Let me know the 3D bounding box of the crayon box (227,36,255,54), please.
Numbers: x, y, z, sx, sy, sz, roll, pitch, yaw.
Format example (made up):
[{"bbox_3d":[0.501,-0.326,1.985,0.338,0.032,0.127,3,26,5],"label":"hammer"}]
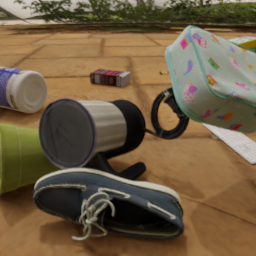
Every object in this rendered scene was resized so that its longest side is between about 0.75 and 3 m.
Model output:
[{"bbox_3d":[4.038,-2.195,10.980,2.799,2.415,0.816,-23,34,-39],"label":"crayon box"}]

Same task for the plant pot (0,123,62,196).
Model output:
[{"bbox_3d":[-2.159,0.626,6.355,1.551,1.634,1.634,-2,23,-32],"label":"plant pot"}]

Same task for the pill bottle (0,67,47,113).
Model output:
[{"bbox_3d":[-4.519,-1.503,10.568,2.569,1.537,1.537,12,28,23],"label":"pill bottle"}]

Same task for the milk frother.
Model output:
[{"bbox_3d":[-0.150,-0.113,5.998,2.165,2.399,2.256,41,21,18],"label":"milk frother"}]

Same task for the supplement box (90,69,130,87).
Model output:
[{"bbox_3d":[-0.884,-2.463,13.747,1.775,0.540,0.966,11,28,20],"label":"supplement box"}]

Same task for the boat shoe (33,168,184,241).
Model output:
[{"bbox_3d":[-0.387,1.450,4.983,2.763,1.035,0.854,12,22,-2],"label":"boat shoe"}]

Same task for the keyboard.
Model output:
[{"bbox_3d":[3.160,0.322,8.352,0.729,0.138,2.591,-7,26,-14],"label":"keyboard"}]

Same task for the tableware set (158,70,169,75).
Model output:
[{"bbox_3d":[2.131,-3.078,15.534,0.866,0.133,0.583,-1,26,-3],"label":"tableware set"}]

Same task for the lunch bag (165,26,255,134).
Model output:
[{"bbox_3d":[1.919,-0.941,5.608,2.403,0.926,1.927,10,54,-33],"label":"lunch bag"}]
